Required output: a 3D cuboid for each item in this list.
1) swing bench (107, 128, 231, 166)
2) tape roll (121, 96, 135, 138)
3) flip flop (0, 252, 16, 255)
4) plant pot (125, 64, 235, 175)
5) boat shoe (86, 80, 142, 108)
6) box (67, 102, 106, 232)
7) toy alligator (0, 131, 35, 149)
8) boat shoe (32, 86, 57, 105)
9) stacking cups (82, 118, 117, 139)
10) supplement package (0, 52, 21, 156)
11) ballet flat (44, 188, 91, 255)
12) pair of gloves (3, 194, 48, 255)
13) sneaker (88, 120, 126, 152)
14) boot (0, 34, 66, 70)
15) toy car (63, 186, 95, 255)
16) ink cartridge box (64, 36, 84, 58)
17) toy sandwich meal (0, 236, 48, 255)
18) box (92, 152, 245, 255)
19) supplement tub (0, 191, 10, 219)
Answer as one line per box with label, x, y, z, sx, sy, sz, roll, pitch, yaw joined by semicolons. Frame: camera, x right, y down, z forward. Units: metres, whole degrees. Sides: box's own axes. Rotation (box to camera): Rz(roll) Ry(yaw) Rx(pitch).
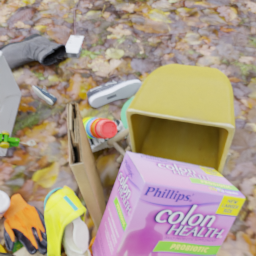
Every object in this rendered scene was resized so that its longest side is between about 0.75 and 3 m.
swing bench;1.269;0.729;8.449;2.621;1.700;2.607;-41;63;-12
tape roll;0.854;-0.296;10.204;2.241;0.539;2.241;-1;53;1
flip flop;-2.370;2.691;5.351;1.844;0.748;0.531;32;58;-26
plant pot;1.435;-0.363;7.034;2.228;2.213;2.279;10;54;16
boat shoe;-0.562;-1.510;11.007;2.181;0.782;0.739;-23;58;-7
box;-1.002;1.180;7.204;0.315;2.958;2.418;-14;37;-4
toy alligator;-3.163;0.369;7.255;1.421;0.386;0.421;16;47;-34
boat shoe;-3.290;-1.346;11.043;1.165;0.436;0.360;34;62;20
stacking cups;-0.930;0.019;8.093;0.703;2.324;0.703;0;91;-18
supplement package;-5.012;-0.807;9.522;1.593;2.238;2.874;-2;55;-1
ballet flat;-1.269;2.567;6.165;0.965;2.879;0.962;25;39;29
pair of gloves;-3.525;3.045;7.417;2.717;0.336;2.421;-28;40;-30
sneaker;-0.827;0.475;9.433;1.767;0.716;0.664;-32;37;8
boot;-4.142;-3.028;11.808;1.853;0.982;2.814;29;60;28
toy car;-1.422;2.894;7.671;1.371;0.930;2.795;-36;62;-23
ink cartridge box;-2.460;-3.733;12.849;0.672;0.310;1.233;6;53;6
toy sandwich meal;-2.714;3.364;7.494;1.872;0.641;1.872;0;54;0
box;0.756;2.133;6.110;2.334;2.654;1.283;14;16;-21
supplement tub;-3.853;2.324;7.836;0.717;1.087;0.717;32;27;-19
